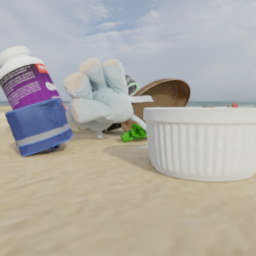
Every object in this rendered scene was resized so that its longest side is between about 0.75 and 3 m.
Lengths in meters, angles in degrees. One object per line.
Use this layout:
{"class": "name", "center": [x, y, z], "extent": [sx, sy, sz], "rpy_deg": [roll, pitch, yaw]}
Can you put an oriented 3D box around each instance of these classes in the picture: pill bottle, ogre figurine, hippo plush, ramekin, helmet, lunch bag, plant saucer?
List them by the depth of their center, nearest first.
{"class": "ramekin", "center": [1.193, 0.177, 4.425], "extent": [1.894, 0.994, 1.894], "rpy_deg": [-1, 5, 0]}
{"class": "lunch bag", "center": [-1.873, 0.015, 6.209], "extent": [1.111, 1.082, 1.635], "rpy_deg": [-17, 6, -3]}
{"class": "hippo plush", "center": [-0.749, -0.754, 7.833], "extent": [2.338, 1.863, 1.880], "rpy_deg": [9, -14, -19]}
{"class": "ogre figurine", "center": [0.681, -0.026, 8.077], "extent": [0.855, 1.743, 1.045], "rpy_deg": [46, 3, 10]}
{"class": "pill bottle", "center": [-3.035, -1.121, 8.788], "extent": [1.497, 2.662, 1.497], "rpy_deg": [-26, -1, 0]}
{"class": "plant saucer", "center": [0.810, -0.701, 8.830], "extent": [2.462, 2.462, 0.450], "rpy_deg": [-3, 50, -38]}
{"class": "helmet", "center": [-0.475, -1.039, 10.713], "extent": [2.162, 2.268, 2.268], "rpy_deg": [-33, 17, -19]}

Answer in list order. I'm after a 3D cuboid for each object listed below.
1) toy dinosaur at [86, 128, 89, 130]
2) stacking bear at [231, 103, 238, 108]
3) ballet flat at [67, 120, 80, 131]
{"class": "toy dinosaur", "center": [-1.441, -0.260, 12.694], "extent": [0.909, 0.523, 1.799], "rpy_deg": [-11, 4, 9]}
{"class": "stacking bear", "center": [4.081, -0.383, 12.561], "extent": [1.663, 1.010, 0.946], "rpy_deg": [-8, 43, 39]}
{"class": "ballet flat", "center": [-2.462, -0.236, 11.531], "extent": [0.971, 0.971, 2.795], "rpy_deg": [-1, 2, -9]}
